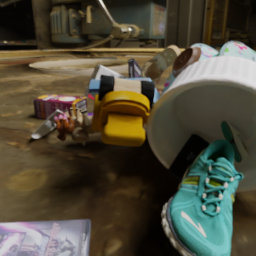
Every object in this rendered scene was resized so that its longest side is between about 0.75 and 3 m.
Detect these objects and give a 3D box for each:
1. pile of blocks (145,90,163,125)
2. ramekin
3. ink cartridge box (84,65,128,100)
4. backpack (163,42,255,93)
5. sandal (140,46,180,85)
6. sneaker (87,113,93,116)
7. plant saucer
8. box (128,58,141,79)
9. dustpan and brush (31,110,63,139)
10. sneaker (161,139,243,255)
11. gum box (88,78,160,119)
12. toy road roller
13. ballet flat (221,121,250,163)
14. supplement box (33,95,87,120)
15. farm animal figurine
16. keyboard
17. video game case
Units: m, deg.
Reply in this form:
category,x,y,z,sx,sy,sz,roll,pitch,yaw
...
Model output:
category,x,y,z,sx,sy,sz,roll,pitch,yaw
pile of blocks,0.740,-0.700,9.201,2.600,0.808,1.067,-27,-21,7
ramekin,1.920,-0.100,5.883,2.812,2.812,1.371,8,41,21
ink cartridge box,-0.607,-1.441,10.586,1.725,1.253,0.719,22,5,-25
backpack,2.567,-0.949,7.631,2.996,2.256,2.660,31,49,2
sandal,0.734,-1.766,8.603,0.675,0.752,2.052,-34,-1,-35
sneaker,-0.944,-0.477,10.351,1.469,0.649,0.591,6,26,6
plant saucer,1.382,-1.643,6.857,0.169,0.921,0.921,32,7,-25
box,0.368,-1.571,10.012,0.281,1.114,1.559,-18,56,21
dustpan and brush,-2.544,-0.119,9.431,1.194,0.489,1.710,-44,12,0
sneaker,1.307,1.045,4.620,1.084,1.114,2.797,26,29,5
gum box,0.072,-0.737,7.620,1.597,0.419,1.879,2,-18,23
toy road roller,-0.161,-0.113,5.649,1.116,1.817,1.326,7,58,-8
ballet flat,2.345,0.287,6.111,0.348,0.348,1.002,-7,66,-20
supplement box,-2.673,-0.798,11.136,1.837,0.787,1.013,6,21,17
farm animal figurine,-1.308,-0.072,8.673,2.006,1.057,2.028,-15,15,4
keyboard,1.518,0.761,6.392,0.803,0.130,1.263,36,62,10
video game case,-1.617,1.993,4.408,1.968,0.187,1.406,-2,20,-4
